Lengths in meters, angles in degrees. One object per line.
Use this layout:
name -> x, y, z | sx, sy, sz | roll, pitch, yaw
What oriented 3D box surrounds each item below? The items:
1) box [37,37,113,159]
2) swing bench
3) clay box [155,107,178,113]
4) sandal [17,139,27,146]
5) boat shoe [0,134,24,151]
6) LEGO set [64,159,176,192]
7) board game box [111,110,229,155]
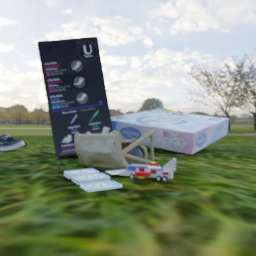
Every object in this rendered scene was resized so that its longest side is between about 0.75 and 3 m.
box -> -1.178, -0.629, 6.303 | 1.264, 2.384, 1.457 | -10, 2, -14
swing bench -> -0.173, 0.327, 4.156 | 0.893, 0.583, 0.898 | -1, 3, 42
clay box -> 1.453, -0.160, 10.667 | 2.339, 0.557, 1.344 | 23, 40, 39
sandal -> -3.923, 0.527, 9.774 | 0.462, 0.277, 1.229 | -6, -1, 5
boat shoe -> -3.543, 0.396, 8.100 | 1.234, 0.418, 0.443 | -2, 15, 28
LEGO set -> -0.046, 0.461, 3.170 | 1.171, 0.287, 0.875 | -1, 2, -27
board game box -> 1.175, -0.007, 8.218 | 2.714, 0.591, 2.727 | 8, 13, 35
